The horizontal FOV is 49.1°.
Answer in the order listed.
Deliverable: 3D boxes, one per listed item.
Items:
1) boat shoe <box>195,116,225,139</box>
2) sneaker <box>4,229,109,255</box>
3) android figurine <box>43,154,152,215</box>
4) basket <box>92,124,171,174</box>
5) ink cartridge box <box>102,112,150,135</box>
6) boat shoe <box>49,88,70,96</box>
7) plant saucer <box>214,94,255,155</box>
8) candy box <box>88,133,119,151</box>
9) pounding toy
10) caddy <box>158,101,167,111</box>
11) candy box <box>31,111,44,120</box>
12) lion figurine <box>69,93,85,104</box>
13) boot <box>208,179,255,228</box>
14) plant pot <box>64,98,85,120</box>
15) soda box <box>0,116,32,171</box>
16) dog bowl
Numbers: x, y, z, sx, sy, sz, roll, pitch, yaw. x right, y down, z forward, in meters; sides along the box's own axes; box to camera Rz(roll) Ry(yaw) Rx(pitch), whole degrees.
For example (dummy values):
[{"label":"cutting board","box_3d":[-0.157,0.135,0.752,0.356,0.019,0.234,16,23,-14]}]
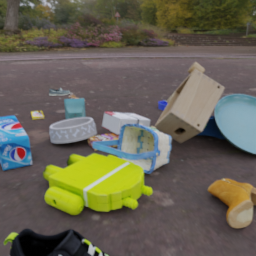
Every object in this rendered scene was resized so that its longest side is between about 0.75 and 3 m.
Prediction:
[{"label":"boat shoe","box_3d":[3.199,-0.183,10.705,2.519,1.060,0.865,8,20,17]},{"label":"sneaker","box_3d":[-0.753,2.097,4.137,2.538,1.051,0.910,4,20,12]},{"label":"android figurine","box_3d":[-0.757,1.329,7.071,2.786,0.572,2.536,11,22,32]},{"label":"basket","box_3d":[0.172,0.563,8.050,1.702,1.342,1.930,14,16,43]},{"label":"ink cartridge box","box_3d":[-0.066,-0.169,10.774,1.508,0.632,1.088,2,14,-39]},{"label":"boat shoe","box_3d":[-4.305,-2.281,17.595,1.309,0.404,0.477,-6,20,-17]},{"label":"plant saucer","box_3d":[4.187,-0.100,9.668,2.620,0.359,2.620,5,52,-6]},{"label":"candy box","box_3d":[-0.800,0.472,9.907,1.101,0.311,0.642,-11,22,-26]},{"label":"pounding toy","box_3d":[2.288,-0.970,10.038,1.324,2.894,2.543,33,-18,-1]},{"label":"caddy","box_3d":[1.914,-1.175,14.387,0.606,0.450,0.858,-9,21,-27]},{"label":"candy box","box_3d":[-4.289,-0.600,13.224,0.517,0.134,1.012,-10,21,-20]},{"label":"lion figurine","box_3d":[-2.832,-1.570,15.698,1.233,0.447,0.755,20,16,13]},{"label":"boot","box_3d":[2.287,1.636,6.355,1.665,0.586,1.192,-11,16,-39]},{"label":"plant pot","box_3d":[-2.330,-0.644,12.278,0.909,0.909,1.286,-3,25,-9]},{"label":"soda box","box_3d":[-3.892,0.393,9.198,0.862,0.911,2.685,-11,22,-28]},{"label":"dog bowl","box_3d":[-2.045,0.050,10.338,1.814,0.532,1.814,-9,14,2]}]
